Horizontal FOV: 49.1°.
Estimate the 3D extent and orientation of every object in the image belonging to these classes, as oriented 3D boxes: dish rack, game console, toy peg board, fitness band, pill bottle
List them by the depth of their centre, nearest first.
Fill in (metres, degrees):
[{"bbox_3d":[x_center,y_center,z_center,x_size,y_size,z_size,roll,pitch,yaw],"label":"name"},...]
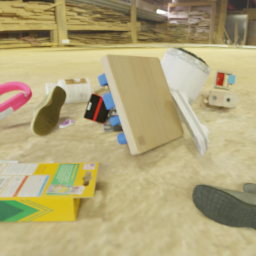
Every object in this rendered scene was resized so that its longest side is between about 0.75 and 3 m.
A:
[{"bbox_3d":[1.871,-0.197,8.248,0.414,1.902,1.632,-29,-23,7],"label":"dish rack"},{"bbox_3d":[0.169,-0.677,8.761,1.357,2.775,2.763,-20,-2,38],"label":"toy peg board"},{"bbox_3d":[-4.477,-0.930,9.657,1.700,0.443,2.367,19,45,33],"label":"fitness band"},{"bbox_3d":[-1.049,-0.653,9.827,0.829,0.937,0.145,18,5,-14],"label":"game console"},{"bbox_3d":[-2.930,-1.809,13.877,2.101,1.201,1.201,-8,22,-20],"label":"pill bottle"}]

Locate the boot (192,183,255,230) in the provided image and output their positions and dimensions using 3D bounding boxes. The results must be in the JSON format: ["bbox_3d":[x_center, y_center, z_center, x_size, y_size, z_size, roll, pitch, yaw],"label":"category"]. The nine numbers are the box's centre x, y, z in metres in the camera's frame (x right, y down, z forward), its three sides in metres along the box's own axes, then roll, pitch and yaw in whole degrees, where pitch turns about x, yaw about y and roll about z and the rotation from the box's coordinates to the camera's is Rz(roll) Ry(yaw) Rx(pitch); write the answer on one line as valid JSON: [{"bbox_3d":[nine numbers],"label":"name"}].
[{"bbox_3d":[2.450,1.549,5.941,2.029,0.687,1.326,16,20,21],"label":"boot"}]

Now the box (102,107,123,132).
[{"bbox_3d":[-0.168,-0.545,11.373,1.886,0.595,2.391,-4,21,-9],"label":"box"}]

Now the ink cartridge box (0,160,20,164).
[{"bbox_3d":[-3.482,1.116,7.587,0.786,0.160,0.785,3,21,7],"label":"ink cartridge box"}]

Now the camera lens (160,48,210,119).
[{"bbox_3d":[1.986,-1.858,11.436,1.967,2.459,1.967,27,12,-6],"label":"camera lens"}]

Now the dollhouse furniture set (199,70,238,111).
[{"bbox_3d":[3.965,-1.717,12.151,1.204,1.718,1.211,9,-2,-3],"label":"dollhouse furniture set"}]

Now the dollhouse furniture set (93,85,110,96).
[{"bbox_3d":[-0.615,-1.759,13.657,1.785,1.258,1.251,-22,32,13],"label":"dollhouse furniture set"}]

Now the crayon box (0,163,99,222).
[{"bbox_3d":[-1.881,1.380,6.241,2.379,0.614,1.496,-1,21,-1],"label":"crayon box"}]

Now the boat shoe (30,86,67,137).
[{"bbox_3d":[-3.095,-0.603,10.615,0.752,0.872,2.391,-21,42,36],"label":"boat shoe"}]

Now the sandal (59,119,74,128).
[{"bbox_3d":[-2.389,-0.218,11.060,0.356,0.215,0.875,6,21,15],"label":"sandal"}]
